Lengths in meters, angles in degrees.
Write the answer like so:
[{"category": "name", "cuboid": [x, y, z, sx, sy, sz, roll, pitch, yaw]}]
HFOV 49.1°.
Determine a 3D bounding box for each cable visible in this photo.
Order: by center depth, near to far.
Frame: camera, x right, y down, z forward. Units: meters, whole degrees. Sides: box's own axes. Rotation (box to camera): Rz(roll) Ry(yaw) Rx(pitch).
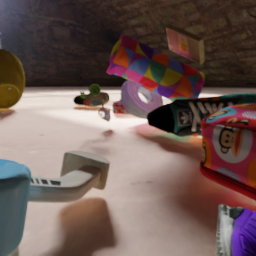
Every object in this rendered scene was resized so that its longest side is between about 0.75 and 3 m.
[{"category": "cable", "cuboid": [0.484, -1.067, 9.841, 1.625, 1.625, 0.562, 21, -36, -24]}]

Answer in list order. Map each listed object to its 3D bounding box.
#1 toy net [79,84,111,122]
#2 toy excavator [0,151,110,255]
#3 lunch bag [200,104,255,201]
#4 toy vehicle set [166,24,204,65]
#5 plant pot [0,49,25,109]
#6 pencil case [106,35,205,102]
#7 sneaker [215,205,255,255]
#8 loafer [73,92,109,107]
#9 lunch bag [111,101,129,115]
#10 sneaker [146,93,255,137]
[{"category": "toy net", "cuboid": [-0.915, -0.678, 8.467, 0.650, 1.240, 0.239, -38, 13, -29]}, {"category": "toy excavator", "cuboid": [-1.171, 0.645, 2.742, 2.150, 1.074, 2.091, 11, 10, -13]}, {"category": "lunch bag", "cuboid": [2.600, 0.309, 3.669, 2.730, 1.119, 2.405, -5, 12, -27]}, {"category": "toy vehicle set", "cuboid": [1.577, -2.325, 7.779, 0.164, 0.767, 1.235, -39, 52, -14]}, {"category": "plant pot", "cuboid": [-6.152, -2.036, 13.421, 2.836, 2.836, 2.013, -8, 45, -39]}, {"category": "pencil case", "cuboid": [0.801, -1.524, 8.015, 2.830, 1.251, 1.251, 25, 5, -13]}, {"category": "sneaker", "cuboid": [0.981, 0.945, 2.019, 0.675, 0.472, 1.357, 4, 11, 18]}, {"category": "loafer", "cuboid": [-1.952, -1.417, 14.441, 2.035, 0.770, 0.695, -7, 9, 17]}, {"category": "lunch bag", "cuboid": [-0.022, -0.830, 11.775, 1.317, 0.540, 1.160, 0, 15, 2]}, {"category": "sneaker", "cuboid": [1.725, -0.213, 6.587, 1.184, 1.058, 2.964, -7, 1, -43]}]
